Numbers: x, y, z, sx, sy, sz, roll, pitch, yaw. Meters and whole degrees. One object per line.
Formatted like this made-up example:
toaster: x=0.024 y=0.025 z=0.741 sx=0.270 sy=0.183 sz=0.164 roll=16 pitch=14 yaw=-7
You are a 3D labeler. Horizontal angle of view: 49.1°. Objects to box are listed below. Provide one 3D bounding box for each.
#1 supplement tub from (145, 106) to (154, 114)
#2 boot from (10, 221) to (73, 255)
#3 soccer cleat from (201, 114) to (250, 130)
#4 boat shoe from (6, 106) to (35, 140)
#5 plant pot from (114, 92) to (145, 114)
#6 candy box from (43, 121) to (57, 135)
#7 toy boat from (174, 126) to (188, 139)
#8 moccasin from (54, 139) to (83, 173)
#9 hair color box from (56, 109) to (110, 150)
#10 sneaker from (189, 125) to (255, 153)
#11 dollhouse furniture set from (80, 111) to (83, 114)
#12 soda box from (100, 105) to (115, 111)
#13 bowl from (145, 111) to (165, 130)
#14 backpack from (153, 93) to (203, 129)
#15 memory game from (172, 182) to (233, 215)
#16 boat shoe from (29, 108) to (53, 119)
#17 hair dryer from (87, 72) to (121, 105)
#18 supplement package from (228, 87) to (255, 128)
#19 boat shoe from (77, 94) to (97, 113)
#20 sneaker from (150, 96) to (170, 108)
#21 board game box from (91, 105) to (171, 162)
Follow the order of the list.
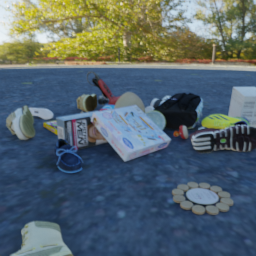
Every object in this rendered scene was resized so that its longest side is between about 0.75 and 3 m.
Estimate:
supplement tub: x=1.114 y=-0.595 z=12.529 sx=0.539 sy=0.539 sz=0.817 roll=15 pitch=-8 yaw=41
boot: x=-1.666 y=1.992 z=4.471 sx=1.390 sy=0.501 sz=1.075 roll=-2 pitch=17 yaw=-27
soccer cleat: x=4.000 y=-0.159 z=11.504 sx=1.899 sy=0.614 sz=0.794 roll=2 pitch=27 yaw=13
boat shoe: x=-4.262 y=-0.103 z=11.015 sx=0.865 sy=0.945 sz=2.530 roll=-24 pitch=24 yaw=-7
plant pot: x=-0.075 y=-0.666 z=11.266 sx=1.297 sy=1.297 sz=0.871 roll=16 pitch=40 yaw=42
candy box: x=-2.890 y=-0.025 z=11.717 sx=0.793 sy=0.205 sz=1.552 roll=-9 pitch=19 yaw=-36
toy boat: x=1.943 y=0.191 z=10.422 sx=0.496 sy=0.495 sz=0.759 roll=-14 pitch=0 yaw=4
moccasin: x=-1.886 y=0.788 z=8.291 sx=0.713 sy=0.604 sz=1.771 roll=-10 pitch=20 yaw=-30
hair color box: x=-1.358 y=0.043 z=9.911 sx=2.189 sy=1.084 sz=0.664 roll=-13 pitch=18 yaw=-36
sneaker: x=3.269 y=0.235 z=9.715 sx=2.378 sy=0.900 sz=1.374 roll=-2 pitch=14 yaw=-3
dollhouse furniture set: x=-1.630 y=-0.142 z=12.045 sx=0.971 sy=0.540 sz=0.858 roll=13 pitch=41 yaw=-48
soda box: x=-0.872 y=-0.386 z=11.924 sx=0.720 sy=0.762 sz=2.245 roll=2 pitch=17 yaw=10
bowl: x=0.977 y=-0.239 z=11.236 sx=0.960 sy=0.960 sz=0.517 roll=-1 pitch=9 yaw=-2
backpack: x=2.347 y=-0.757 z=12.108 sx=1.841 sy=1.735 sz=2.257 roll=5 pitch=38 yaw=24
memory game: x=1.700 y=1.604 z=6.482 sx=1.384 sy=0.088 sz=1.384 roll=0 pitch=16 yaw=0
boat shoe: x=-4.187 y=-0.708 z=13.563 sx=1.385 sy=0.497 sz=0.470 roll=7 pitch=6 yaw=17
hair dryer: x=-1.003 y=-1.530 z=13.696 sx=2.812 sy=2.141 sz=0.764 roll=24 pitch=61 yaw=40
supplement package: x=5.218 y=-0.919 z=12.270 sx=1.057 sy=1.437 sz=1.374 roll=0 pitch=25 yaw=-1
boat shoe: x=-2.254 y=-1.279 z=14.811 sx=0.877 sy=0.977 sz=2.641 roll=-4 pitch=8 yaw=5
sneaker: x=2.176 y=-1.055 z=14.468 sx=1.216 sy=0.794 sz=2.174 roll=27 pitch=25 yaw=30
board game box: x=0.095 y=0.085 z=9.387 sx=1.974 sy=0.407 sz=1.979 roll=-13 pitch=49 yaw=-40
